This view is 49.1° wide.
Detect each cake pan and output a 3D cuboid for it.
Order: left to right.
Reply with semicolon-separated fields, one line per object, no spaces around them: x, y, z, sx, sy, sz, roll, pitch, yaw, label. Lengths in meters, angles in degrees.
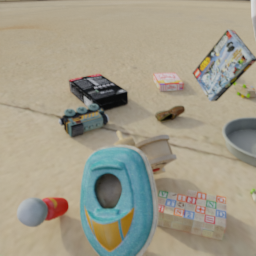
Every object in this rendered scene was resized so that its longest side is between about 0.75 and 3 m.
4.416;0.467;9.196;2.614;0.479;2.614;0;31;0;cake pan

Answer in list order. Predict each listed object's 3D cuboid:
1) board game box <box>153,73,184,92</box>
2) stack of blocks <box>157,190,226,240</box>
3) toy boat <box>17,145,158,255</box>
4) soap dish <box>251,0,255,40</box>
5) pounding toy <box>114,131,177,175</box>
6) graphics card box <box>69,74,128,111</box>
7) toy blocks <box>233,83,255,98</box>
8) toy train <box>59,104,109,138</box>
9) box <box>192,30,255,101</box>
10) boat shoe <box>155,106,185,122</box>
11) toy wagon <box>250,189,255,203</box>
1.963;-2.295;13.899;1.171;0.358;1.546;-4;31;-7;board game box
1.471;1.976;6.695;1.611;0.472;0.928;8;32;15;stack of blocks
-0.826;1.665;5.869;2.925;2.459;1.359;-11;-12;21;toy boat
3.011;-2.376;6.130;0.471;0.913;1.160;-7;43;31;soap dish
0.483;0.493;7.293;1.281;2.240;1.285;-20;70;8;pounding toy
-1.370;-1.615;12.471;1.660;0.673;2.646;-18;34;-28;graphics card box
5.499;-1.728;12.897;0.796;0.582;1.165;0;30;-22;toy blocks
-1.590;-0.275;10.274;1.792;0.763;1.021;-16;47;-28;toy train
3.061;-1.986;9.160;0.388;1.943;1.331;-5;58;-32;box
1.697;-0.494;10.898;1.268;0.456;0.431;-19;39;-13;boat shoe
3.740;1.759;7.337;0.992;0.196;0.770;-21;37;-32;toy wagon
